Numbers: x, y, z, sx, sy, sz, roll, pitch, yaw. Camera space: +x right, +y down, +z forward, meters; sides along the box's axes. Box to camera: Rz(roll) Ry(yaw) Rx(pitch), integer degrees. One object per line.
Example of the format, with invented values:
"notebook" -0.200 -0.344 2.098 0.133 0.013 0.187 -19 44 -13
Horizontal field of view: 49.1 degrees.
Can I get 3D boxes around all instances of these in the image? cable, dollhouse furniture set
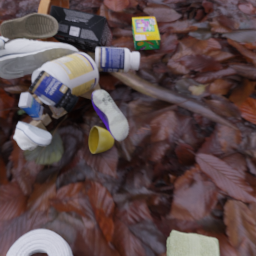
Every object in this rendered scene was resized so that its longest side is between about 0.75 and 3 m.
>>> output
"cable" -2.359 3.575 7.273 1.787 0.619 1.788 -35 60 -24
"dollhouse furniture set" -2.378 -0.950 10.133 1.222 1.431 2.760 19 54 35

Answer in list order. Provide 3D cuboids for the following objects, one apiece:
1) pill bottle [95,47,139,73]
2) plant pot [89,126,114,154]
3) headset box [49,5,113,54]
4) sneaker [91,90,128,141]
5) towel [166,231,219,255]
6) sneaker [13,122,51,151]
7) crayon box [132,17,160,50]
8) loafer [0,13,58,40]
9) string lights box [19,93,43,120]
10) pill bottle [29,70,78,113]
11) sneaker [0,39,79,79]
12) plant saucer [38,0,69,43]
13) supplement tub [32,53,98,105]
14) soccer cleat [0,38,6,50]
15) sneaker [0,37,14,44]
"pill bottle" -0.415 -2.518 10.438 1.599 0.888 0.888 1 52 -6
"plant pot" -0.882 0.433 9.632 0.656 0.924 0.924 6 47 -30
"headset box" -1.788 -3.765 11.270 2.032 2.731 1.055 13 96 3
"sneaker" -0.578 -0.393 8.365 0.581 1.671 0.831 -33 17 -16
"towel" 1.697 3.746 7.315 1.443 0.355 1.945 5 53 5
"sneaker" -2.616 0.320 7.618 1.829 0.668 0.648 17 90 54
"crayon box" 0.837 -4.613 13.618 1.156 0.567 1.946 -3 52 -2
"loafer" -3.432 -3.543 9.936 2.151 0.814 0.734 0 11 11
"string lights box" -2.978 -0.645 8.652 0.264 0.895 0.460 -5 62 13
"pill bottle" -2.065 -0.994 7.896 1.253 0.701 0.701 34 52 -18
"sneaker" -3.147 -2.580 9.629 2.971 1.135 1.196 -14 55 -33
"plant saucer" -3.002 -4.348 11.198 0.473 2.529 2.529 14 53 2
"supplement tub" -2.035 -1.614 9.211 1.352 1.352 1.859 32 42 22
"soccer cleat" -4.163 -2.723 8.529 0.529 0.428 1.225 -4 31 -44
"sneaker" -6.409 -3.109 12.233 1.716 1.094 2.969 10 44 10
